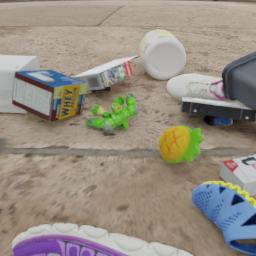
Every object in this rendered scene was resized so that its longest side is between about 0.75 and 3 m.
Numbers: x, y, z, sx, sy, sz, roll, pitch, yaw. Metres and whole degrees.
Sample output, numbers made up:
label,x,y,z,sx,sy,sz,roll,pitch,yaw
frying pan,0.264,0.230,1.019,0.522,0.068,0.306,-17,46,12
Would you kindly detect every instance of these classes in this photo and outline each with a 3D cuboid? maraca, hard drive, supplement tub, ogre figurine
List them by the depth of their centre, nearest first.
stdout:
label,x,y,z,sx,sy,sz,roll,pitch,yaw
maraca,1.268,0.402,6.786,0.764,0.979,1.428,19,-11,-27
ogre figurine,-0.364,-0.452,8.715,1.757,0.862,1.054,-15,29,-27
hard drive,2.741,-0.626,8.826,2.142,0.405,1.497,8,11,10
supplement tub,1.507,-3.484,12.970,1.861,1.861,2.566,-1,30,-3

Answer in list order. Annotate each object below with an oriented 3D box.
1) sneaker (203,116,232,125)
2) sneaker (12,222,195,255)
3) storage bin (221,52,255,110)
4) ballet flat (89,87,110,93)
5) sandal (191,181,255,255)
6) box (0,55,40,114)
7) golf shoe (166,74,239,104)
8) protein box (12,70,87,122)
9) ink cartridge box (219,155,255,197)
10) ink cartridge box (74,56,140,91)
label,x,y,z,sx,sy,sz,roll,pitch,yaw
sneaker,2.802,-0.222,8.839,0.854,0.328,0.475,22,34,35
sneaker,-0.355,2.099,3.940,2.841,1.145,1.185,10,59,7
storage bin,4.006,-1.280,8.101,2.047,1.490,1.375,-23,37,-5
ballet flat,-1.123,-1.495,11.099,0.882,0.251,0.293,-7,31,17
sandal,2.015,1.736,4.976,0.960,0.876,2.205,-28,39,-33
box,-4.267,-1.607,9.972,1.830,1.576,1.839,2,30,3
golf shoe,2.740,-1.437,9.848,2.822,1.063,1.291,4,2,8
protein box,-2.504,-1.110,9.031,1.620,1.093,1.609,23,22,21
ink cartridge box,2.840,1.076,6.441,1.136,0.471,0.828,-9,31,-15
ink cartridge box,-0.685,-2.202,11.194,1.430,0.661,2.625,2,25,41
